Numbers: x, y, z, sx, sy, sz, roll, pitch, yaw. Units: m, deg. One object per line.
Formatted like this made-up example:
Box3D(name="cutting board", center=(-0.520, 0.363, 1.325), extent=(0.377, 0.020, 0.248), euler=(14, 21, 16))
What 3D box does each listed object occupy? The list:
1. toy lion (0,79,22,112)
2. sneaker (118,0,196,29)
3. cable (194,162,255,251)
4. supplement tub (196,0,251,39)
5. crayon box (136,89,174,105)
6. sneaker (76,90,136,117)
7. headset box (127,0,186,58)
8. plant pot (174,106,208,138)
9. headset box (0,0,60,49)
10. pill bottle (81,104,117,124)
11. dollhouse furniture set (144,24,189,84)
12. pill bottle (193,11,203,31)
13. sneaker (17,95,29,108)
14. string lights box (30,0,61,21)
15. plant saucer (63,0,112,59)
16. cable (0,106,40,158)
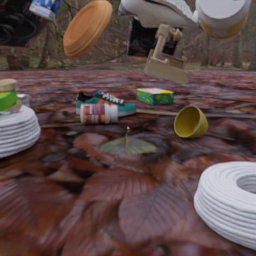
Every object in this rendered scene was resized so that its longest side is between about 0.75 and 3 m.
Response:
Box3D(name="toy lion", center=(-3.962, -0.507, 6.332), extent=(2.269, 0.779, 2.175), euler=(4, 26, 13))
Box3D(name="sneaker", center=(1.045, -3.848, 9.289), extent=(2.971, 1.196, 1.135), euler=(7, 50, -38))
Box3D(name="cable", center=(1.832, 1.007, 3.894), extent=(1.788, 0.619, 1.787), euler=(8, 16, 28))
Box3D(name="supplement tub", center=(2.545, -3.243, 7.532), extent=(1.352, 1.352, 1.859), euler=(5, 5, 19))
Box3D(name="crayon box", center=(1.336, -1.637, 14.395), extent=(1.156, 0.567, 1.946), euler=(-6, 16, -23))
Box3D(name="sneaker", center=(-0.889, -0.988, 11.011), extent=(2.449, 0.978, 0.874), euler=(2, 14, 7))
Box3D(name="headset box", center=(1.067, -4.010, 11.587), extent=(2.032, 1.055, 2.731), euler=(2, -29, -5))
Box3D(name="plant pot", center=(1.878, -0.083, 7.976), extent=(0.656, 0.924, 0.924), euler=(23, -1, -35))
Box3D(name="headset box", center=(-3.415, -3.366, 8.135), extent=(1.934, 1.003, 2.598), euler=(-37, -8, 28))
Box3D(name="pill bottle", center=(-0.996, -0.481, 9.643), extent=(1.225, 0.671, 0.671), euler=(-1, 14, -5))
Box3D(name="dollhouse furniture set", center=(1.249, -2.034, 8.032), extent=(1.222, 1.431, 2.760), euler=(18, 15, -2))
Box3D(name="pill bottle", center=(2.909, -3.756, 9.627), extent=(0.888, 0.888, 1.599), euler=(-5, 24, -18))
Box3D(name="sneaker", center=(-4.794, -0.734, 10.118), extent=(1.716, 1.094, 2.969), euler=(-3, 5, -5))
Box3D(name="string lights box", center=(-1.648, -2.763, 5.850), extent=(0.460, 0.895, 0.264), euler=(23, 4, 7))
Box3D(name="plant saucer", center=(-1.644, -3.790, 10.535), extent=(0.473, 2.529, 2.529), euler=(34, -9, -37))
Box3D(name="cable", center=(-3.632, 0.035, 7.034), extent=(2.747, 0.951, 2.746), euler=(9, 17, 32))
